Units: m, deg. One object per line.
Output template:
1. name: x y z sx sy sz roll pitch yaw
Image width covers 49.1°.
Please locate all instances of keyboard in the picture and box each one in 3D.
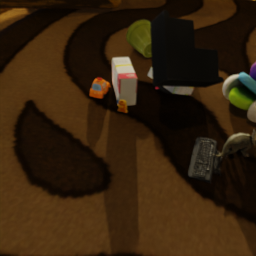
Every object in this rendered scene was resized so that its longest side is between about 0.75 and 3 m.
1. keyboard: 2.592 0.930 9.128 0.983 0.374 1.889 12 44 14

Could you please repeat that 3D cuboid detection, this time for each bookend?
1. bookend: 1.961 -2.550 9.444 2.193 2.207 1.017 -2 -2 -22

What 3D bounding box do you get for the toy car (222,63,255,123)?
1. toy car: 5.207 -1.628 10.754 2.692 2.019 2.356 -13 44 -15

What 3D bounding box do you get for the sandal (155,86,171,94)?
1. sandal: 1.396 -1.704 12.033 0.551 0.331 1.467 9 28 -21

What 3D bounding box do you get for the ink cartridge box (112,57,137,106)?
1. ink cartridge box: -0.184 -1.960 11.656 0.747 1.300 1.791 -6 42 -10

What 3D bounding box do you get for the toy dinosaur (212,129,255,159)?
1. toy dinosaur: 3.574 0.495 9.127 1.919 0.982 0.739 -3 42 -9

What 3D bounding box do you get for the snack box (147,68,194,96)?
1. snack box: 1.822 -1.998 12.021 1.211 0.451 1.702 1 32 -42

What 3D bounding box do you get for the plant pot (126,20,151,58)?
1. plant pot: 0.897 -4.499 14.562 1.551 1.551 1.493 -17 57 -18

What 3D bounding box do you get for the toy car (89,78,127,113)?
1. toy car: -0.669 -1.505 11.594 2.184 0.727 1.071 26 48 27
